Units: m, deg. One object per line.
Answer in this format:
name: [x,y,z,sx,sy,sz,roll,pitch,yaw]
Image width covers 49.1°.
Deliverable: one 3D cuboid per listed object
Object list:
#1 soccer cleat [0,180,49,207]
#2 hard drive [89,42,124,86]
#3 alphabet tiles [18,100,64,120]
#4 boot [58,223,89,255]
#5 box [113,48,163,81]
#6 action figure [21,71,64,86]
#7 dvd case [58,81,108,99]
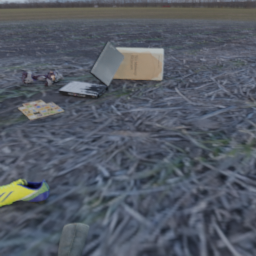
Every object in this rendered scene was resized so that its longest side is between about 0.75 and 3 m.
soccer cleat: [-2.228,1.231,5.534,1.314,0.550,0.425,-2,26,-4]
hard drive: [-0.860,-2.625,11.540,0.244,1.487,1.037,19,-12,47]
alphabet tiles: [-3.175,-0.695,10.045,1.214,0.055,1.452,-19,33,-34]
boot: [-0.752,1.935,4.427,0.844,0.337,0.928,5,20,6]
box: [0.252,-3.118,13.591,2.889,1.372,1.123,2,26,7]
action figure: [-3.845,-2.282,12.759,1.830,0.635,1.190,-2,19,-12]
dvd case: [-1.846,-1.586,11.674,1.676,0.207,1.260,9,28,14]
